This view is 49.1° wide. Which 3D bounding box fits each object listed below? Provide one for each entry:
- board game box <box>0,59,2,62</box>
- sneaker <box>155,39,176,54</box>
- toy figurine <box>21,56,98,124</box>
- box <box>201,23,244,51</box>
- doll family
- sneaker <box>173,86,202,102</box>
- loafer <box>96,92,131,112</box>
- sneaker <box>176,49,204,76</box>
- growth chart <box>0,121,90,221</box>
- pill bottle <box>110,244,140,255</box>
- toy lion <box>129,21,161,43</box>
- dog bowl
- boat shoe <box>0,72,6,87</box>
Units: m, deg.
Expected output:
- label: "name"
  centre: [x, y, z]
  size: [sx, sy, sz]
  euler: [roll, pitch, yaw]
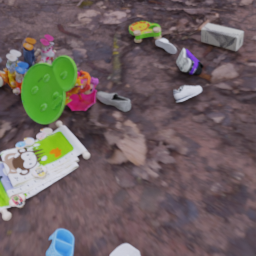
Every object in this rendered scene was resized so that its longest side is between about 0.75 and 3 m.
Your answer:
- label: "board game box"
  centre: [-4.761, -2.235, 9.028]
  size: [1.163, 0.359, 1.163]
  euler: [17, 59, 17]
- label: "sneaker"
  centre: [1.408, -2.923, 9.900]
  size: [0.823, 0.303, 0.475]
  euler: [34, 38, 12]
- label: "toy figurine"
  centre: [-1.391, -0.988, 7.026]
  size: [1.721, 1.870, 1.404]
  euler: [-12, 69, -59]
- label: "box"
  centre: [3.292, -3.205, 9.862]
  size: [1.386, 0.570, 0.474]
  euler: [28, 60, 34]
- label: "doll family"
  centre: [-2.988, -1.828, 8.148]
  size: [0.969, 1.334, 2.149]
  euler: [26, 53, -1]
- label: "sneaker"
  centre: [1.688, -1.038, 7.890]
  size: [0.932, 0.375, 0.356]
  euler: [-26, 6, -25]
- label: "loafer"
  centre: [-0.398, -0.806, 7.709]
  size: [1.091, 0.381, 0.381]
  euler: [23, 40, 20]
- label: "sneaker"
  centre: [2.002, -2.030, 8.922]
  size: [0.728, 0.509, 1.463]
  euler: [19, 33, -12]
- label: "growth chart"
  centre: [-2.090, 0.770, 6.297]
  size: [1.721, 0.211, 2.378]
  euler: [34, 53, 30]
- label: "pill bottle"
  centre: [0.450, 2.504, 3.896]
  size: [1.806, 1.045, 1.045]
  euler: [25, 50, 33]
- label: "toy lion"
  centre: [0.608, -3.635, 10.371]
  size: [1.158, 0.397, 1.110]
  euler: [-6, 46, 7]
- label: "dog bowl"
  centre: [-1.106, 1.972, 4.662]
  size: [0.424, 0.189, 0.761]
  euler: [29, 9, -14]
- label: "boat shoe"
  centre: [-4.352, -1.500, 8.311]
  size: [1.587, 0.565, 0.496]
  euler: [5, 32, 6]
